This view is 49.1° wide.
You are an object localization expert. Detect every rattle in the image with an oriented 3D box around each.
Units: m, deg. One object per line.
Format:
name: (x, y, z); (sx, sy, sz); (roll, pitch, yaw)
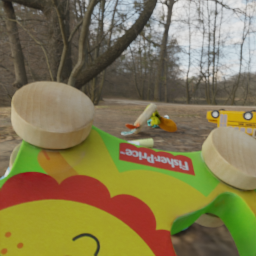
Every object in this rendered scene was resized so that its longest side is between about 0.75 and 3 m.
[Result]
rattle: (1.021, 0.088, 13.094); (1.759, 1.930, 2.701); (-35, 5, 22)

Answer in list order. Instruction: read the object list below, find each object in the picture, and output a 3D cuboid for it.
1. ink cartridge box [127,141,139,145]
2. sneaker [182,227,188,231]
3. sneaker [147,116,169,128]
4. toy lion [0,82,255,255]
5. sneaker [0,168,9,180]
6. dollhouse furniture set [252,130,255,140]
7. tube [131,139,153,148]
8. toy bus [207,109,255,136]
ink cartridge box: (0.092, 0.672, 9.186); (0.535, 0.306, 1.031); (0, 7, 4)
sneaker: (0.893, 0.975, 4.595); (0.741, 0.782, 1.936); (3, 4, 22)
sneaker: (1.719, -0.241, 15.820); (0.914, 0.777, 2.004); (-17, 7, -16)
toy lion: (-0.044, 0.887, 1.768); (2.616, 0.898, 2.508); (13, 40, -12)
sneaker: (-1.310, 1.056, 3.191); (0.864, 0.912, 2.259); (35, -13, -8)
dollhouse furniture set: (4.535, 0.662, 7.969); (1.838, 0.953, 0.814); (5, -32, 35)
tube: (0.272, 0.587, 10.011); (1.238, 0.321, 0.359); (-5, -33, -8)
toy bus: (5.368, -0.294, 13.618); (2.942, 1.152, 0.958); (6, 10, 40)
